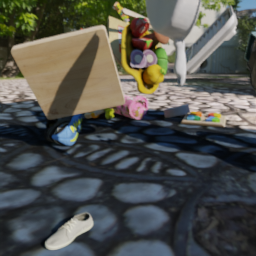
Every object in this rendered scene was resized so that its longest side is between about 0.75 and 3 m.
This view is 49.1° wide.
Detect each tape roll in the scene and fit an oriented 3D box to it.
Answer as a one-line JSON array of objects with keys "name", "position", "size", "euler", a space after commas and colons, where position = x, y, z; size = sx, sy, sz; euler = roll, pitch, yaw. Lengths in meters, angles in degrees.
[{"name": "tape roll", "position": [2.301, -0.804, 13.281], "size": [1.205, 0.398, 1.205], "euler": [-13, 5, 1]}]

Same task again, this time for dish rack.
[{"name": "dish rack", "position": [2.375, -2.497, 8.311], "size": [0.471, 2.165, 1.858], "euler": [38, 35, -8]}]

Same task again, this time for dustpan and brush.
[{"name": "dustpan and brush", "position": [0.768, -1.724, 4.643], "size": [0.576, 2.012, 1.404], "euler": [1, 7, -25]}]

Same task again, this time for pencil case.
[{"name": "pencil case", "position": [-0.211, -1.150, 13.815], "size": [1.198, 1.146, 2.769], "euler": [31, -9, -38]}]

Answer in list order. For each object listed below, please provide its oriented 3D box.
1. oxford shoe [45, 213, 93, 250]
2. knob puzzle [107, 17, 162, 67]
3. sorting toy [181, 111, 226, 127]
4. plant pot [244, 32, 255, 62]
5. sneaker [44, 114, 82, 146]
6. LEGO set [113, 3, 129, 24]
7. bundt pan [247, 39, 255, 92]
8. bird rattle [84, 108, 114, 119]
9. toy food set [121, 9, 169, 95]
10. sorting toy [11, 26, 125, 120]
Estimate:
[{"name": "oxford shoe", "position": [-0.922, 1.599, 4.415], "size": [0.341, 0.262, 0.908], "euler": [15, 22, 37]}, {"name": "knob puzzle", "position": [0.270, -2.378, 9.138], "size": [2.538, 2.538, 0.352], "euler": [-11, -21, -37]}, {"name": "sorting toy", "position": [3.401, -0.432, 12.495], "size": [1.797, 0.354, 1.941], "euler": [5, 14, 20]}, {"name": "plant pot", "position": [5.074, -2.803, 9.992], "size": [1.152, 1.128, 1.131], "euler": [-19, 49, -8]}, {"name": "sneaker", "position": [-2.286, -0.154, 9.999], "size": [1.158, 0.990, 2.794], "euler": [6, 16, -2]}, {"name": "LEGO set", "position": [-0.199, -4.035, 10.817], "size": [0.679, 1.477, 0.550], "euler": [-12, 47, -16]}, {"name": "bundt pan", "position": [4.230, -1.730, 6.299], "size": [2.990, 2.990, 1.122], "euler": [8, -7, 29]}, {"name": "bird rattle", "position": [-1.511, -0.872, 13.459], "size": [1.339, 0.925, 1.643], "euler": [-29, 25, -32]}, {"name": "toy food set", "position": [0.618, -2.326, 7.979], "size": [1.566, 2.661, 0.869], "euler": [11, -20, -43]}, {"name": "sorting toy", "position": [-1.442, -1.495, 7.452], "size": [2.287, 2.273, 0.796], "euler": [-11, 44, 5]}]
